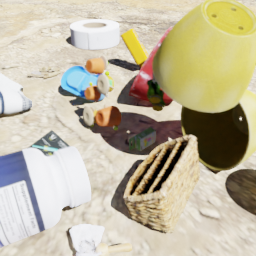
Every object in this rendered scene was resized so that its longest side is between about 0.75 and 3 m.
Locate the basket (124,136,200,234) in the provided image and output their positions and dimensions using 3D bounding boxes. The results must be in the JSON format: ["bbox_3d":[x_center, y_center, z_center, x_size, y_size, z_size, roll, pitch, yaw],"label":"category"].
[{"bbox_3d":[0.601,0.951,5.553,1.174,1.225,1.644,13,46,32],"label":"basket"}]

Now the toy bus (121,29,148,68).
[{"bbox_3d":[0.385,-3.173,11.450,0.547,1.681,0.658,-27,14,19],"label":"toy bus"}]

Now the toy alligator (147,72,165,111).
[{"bbox_3d":[0.635,-0.931,7.008,0.394,1.638,0.543,1,65,16],"label":"toy alligator"}]

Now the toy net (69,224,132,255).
[{"bbox_3d":[-0.292,2.307,4.573,2.042,0.394,1.071,19,33,32],"label":"toy net"}]

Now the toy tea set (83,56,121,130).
[{"bbox_3d":[-0.650,-0.943,7.855,0.761,2.056,1.223,-10,22,-40],"label":"toy tea set"}]

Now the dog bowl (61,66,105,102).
[{"bbox_3d":[-1.474,-1.503,9.731,1.834,0.455,1.022,22,74,26],"label":"dog bowl"}]

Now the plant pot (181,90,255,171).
[{"bbox_3d":[2.525,-0.163,6.836,1.473,2.075,2.075,-14,36,-29],"label":"plant pot"}]

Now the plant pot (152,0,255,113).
[{"bbox_3d":[1.492,-1.401,4.911,1.873,1.330,1.873,5,58,-9],"label":"plant pot"}]

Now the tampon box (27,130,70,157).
[{"bbox_3d":[-1.892,0.682,6.432,0.728,0.613,0.972,42,45,3],"label":"tampon box"}]

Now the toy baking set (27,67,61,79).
[{"bbox_3d":[-3.424,-2.240,11.499,0.992,0.150,1.292,21,39,32],"label":"toy baking set"}]

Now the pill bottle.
[{"bbox_3d":[-2.117,1.233,4.961,2.722,1.512,1.512,-16,37,-22],"label":"pill bottle"}]

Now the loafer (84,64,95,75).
[{"bbox_3d":[-1.521,-2.463,11.522,0.511,0.453,1.344,0,34,0],"label":"loafer"}]

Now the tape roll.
[{"bbox_3d":[-1.740,-4.983,14.814,2.607,0.912,2.607,1,34,0],"label":"tape roll"}]

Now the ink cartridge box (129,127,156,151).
[{"bbox_3d":[0.388,0.335,7.449,0.764,0.396,0.226,-28,45,-29],"label":"ink cartridge box"}]

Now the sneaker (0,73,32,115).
[{"bbox_3d":[-4.237,-1.266,9.449,1.153,1.094,2.864,-11,39,-34],"label":"sneaker"}]

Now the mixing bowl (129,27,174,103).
[{"bbox_3d":[1.285,-1.770,9.170,1.397,2.579,2.579,34,40,3],"label":"mixing bowl"}]
